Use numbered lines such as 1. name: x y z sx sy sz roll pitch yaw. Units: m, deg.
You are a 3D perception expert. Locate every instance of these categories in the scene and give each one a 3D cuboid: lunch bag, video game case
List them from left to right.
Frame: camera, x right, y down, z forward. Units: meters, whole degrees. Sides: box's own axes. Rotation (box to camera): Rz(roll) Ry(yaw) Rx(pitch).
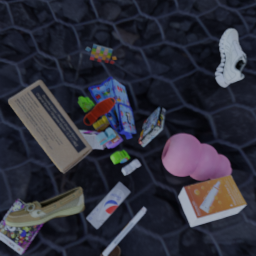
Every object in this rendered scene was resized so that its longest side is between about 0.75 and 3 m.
1. video game case: -3.571 3.239 9.242 1.201 0.237 1.325 32 77 8
2. lunch bag: -0.362 -0.518 9.393 0.916 1.467 1.948 -24 81 12
3. video game case: -0.062 2.955 8.096 0.138 1.128 1.577 42 86 12

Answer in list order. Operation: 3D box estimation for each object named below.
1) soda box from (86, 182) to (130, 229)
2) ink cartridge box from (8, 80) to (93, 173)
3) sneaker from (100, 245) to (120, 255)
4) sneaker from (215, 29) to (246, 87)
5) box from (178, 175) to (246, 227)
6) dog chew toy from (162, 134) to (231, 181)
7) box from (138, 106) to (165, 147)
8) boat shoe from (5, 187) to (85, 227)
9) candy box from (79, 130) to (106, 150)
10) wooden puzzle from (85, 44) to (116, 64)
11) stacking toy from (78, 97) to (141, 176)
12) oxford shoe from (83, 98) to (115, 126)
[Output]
1. soda box: -0.634 2.552 9.269 0.507 0.546 1.600 42 78 10
2. ink cartridge box: -1.900 0.113 7.063 0.892 2.374 1.956 -39 92 -16
3. sneaker: -0.847 4.311 8.781 1.497 0.565 0.527 -40 78 -9
4. sneaker: 3.895 -2.645 10.300 0.880 0.950 2.343 22 70 -32
5. box: 2.502 2.198 8.466 1.613 0.786 1.003 -12 56 -12
6. dog chew toy: 2.315 1.096 9.288 2.286 1.424 1.424 21 76 -3
7. box: 0.804 -0.070 9.351 0.273 1.369 0.937 38 120 -10
8. boat shoe: -2.346 2.259 8.055 2.221 0.810 0.699 -6 94 -26
9. candy box: -1.613 0.368 9.462 1.750 1.193 0.534 5 93 2
10. wooden puzzle: -0.756 -2.070 7.896 0.908 0.539 0.064 11 56 -13
11. stacking toy: -0.592 0.349 8.363 0.634 2.696 2.033 -36 73 1
12. oxford shoe: -0.841 -0.518 7.985 1.072 0.389 0.381 -36 109 2
